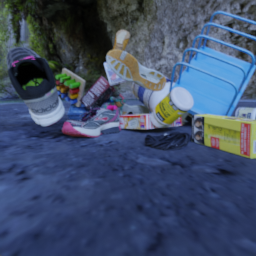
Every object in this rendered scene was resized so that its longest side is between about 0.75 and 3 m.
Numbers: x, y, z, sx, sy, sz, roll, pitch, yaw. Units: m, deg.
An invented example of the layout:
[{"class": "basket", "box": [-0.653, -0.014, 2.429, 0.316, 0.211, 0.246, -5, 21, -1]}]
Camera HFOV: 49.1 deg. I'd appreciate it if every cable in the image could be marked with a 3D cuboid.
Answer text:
[{"class": "cable", "box": [0.878, 0.256, 6.378, 1.032, 0.321, 1.264, 1, 8, 10]}]

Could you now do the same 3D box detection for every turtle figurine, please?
[{"class": "turtle figurine", "box": [-0.385, -0.797, 9.893, 0.493, 0.733, 0.979, -38, 11, -39]}]

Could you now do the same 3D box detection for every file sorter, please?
[{"class": "file sorter", "box": [2.800, -1.937, 8.799, 2.060, 1.821, 2.968, 27, 61, 18]}]

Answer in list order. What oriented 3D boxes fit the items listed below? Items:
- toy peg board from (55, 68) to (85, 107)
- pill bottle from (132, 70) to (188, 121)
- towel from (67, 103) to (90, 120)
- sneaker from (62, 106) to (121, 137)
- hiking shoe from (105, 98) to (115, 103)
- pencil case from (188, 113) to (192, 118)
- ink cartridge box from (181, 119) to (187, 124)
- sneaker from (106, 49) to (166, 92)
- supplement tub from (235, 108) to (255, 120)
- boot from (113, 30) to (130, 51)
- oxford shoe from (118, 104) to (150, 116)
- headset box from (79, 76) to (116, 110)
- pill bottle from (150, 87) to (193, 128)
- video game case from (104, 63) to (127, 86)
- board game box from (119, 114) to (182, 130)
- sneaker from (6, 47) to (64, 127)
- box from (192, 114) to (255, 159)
[{"class": "toy peg board", "box": [-2.597, -1.662, 11.960, 1.278, 1.273, 0.625, 33, 35, 22]}, {"class": "pill bottle", "box": [1.237, -1.202, 10.578, 1.391, 1.391, 2.507, -3, 29, -24]}, {"class": "towel", "box": [-2.180, -0.900, 12.797, 0.954, 0.415, 1.709, 2, 29, -2]}, {"class": "sneaker", "box": [-1.027, -0.193, 7.948, 0.873, 0.808, 2.165, 4, 9, 30]}, {"class": "hiking shoe", "box": [-1.031, -1.267, 13.164, 0.882, 0.328, 0.382, 17, 43, -14]}, {"class": "pencil case", "box": [3.562, -1.566, 11.792, 1.238, 2.768, 1.077, 4, 48, -30]}, {"class": "ink cartridge box", "box": [1.586, -0.223, 10.419, 1.075, 0.234, 0.933, -1, 17, -7]}, {"class": "sneaker", "box": [0.151, -1.527, 7.878, 1.822, 0.689, 0.799, 29, 0, -15]}, {"class": "supplement tub", "box": [4.515, -0.426, 10.414, 0.633, 0.633, 0.873, -6, 10, -41]}, {"class": "boot", "box": [-0.355, -2.918, 10.389, 0.491, 0.999, 1.396, 19, 47, -5]}, {"class": "oxford shoe", "box": [0.213, -0.516, 11.380, 0.646, 0.841, 2.238, 51, 25, 24]}, {"class": "headset box", "box": [-1.219, -1.470, 12.069, 0.595, 1.587, 1.179, 44, 5, 9]}, {"class": "pill bottle", "box": [1.128, -0.502, 7.554, 0.681, 0.681, 1.212, -5, -25, -34]}, {"class": "video game case", "box": [-0.243, -1.948, 9.497, 1.007, 0.127, 1.105, -16, 53, -3]}, {"class": "board game box", "box": [0.547, -0.223, 9.089, 1.442, 0.441, 1.903, -5, 4, -34]}, {"class": "sneaker", "box": [-2.436, -1.384, 6.999, 1.048, 1.243, 2.842, -23, 55, -16]}, {"class": "box", "box": [2.098, 0.116, 6.021, 0.478, 0.719, 1.909, -5, 10, -22]}]
